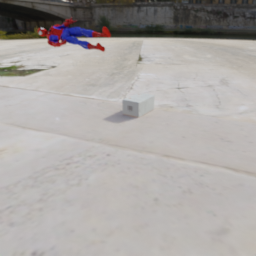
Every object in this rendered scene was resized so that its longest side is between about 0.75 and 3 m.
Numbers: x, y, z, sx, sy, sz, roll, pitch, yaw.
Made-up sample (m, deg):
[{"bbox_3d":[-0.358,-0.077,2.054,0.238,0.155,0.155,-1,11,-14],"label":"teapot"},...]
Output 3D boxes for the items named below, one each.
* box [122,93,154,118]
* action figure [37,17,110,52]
[{"bbox_3d":[0.451,-0.982,11.774,0.811,0.635,1.304,14,27,32],"label":"box"},{"bbox_3d":[-1.675,-2.642,7.977,2.359,0.772,0.610,14,-6,28],"label":"action figure"}]
